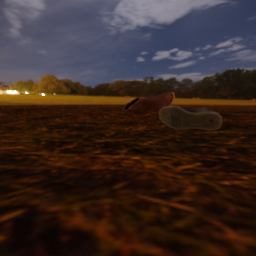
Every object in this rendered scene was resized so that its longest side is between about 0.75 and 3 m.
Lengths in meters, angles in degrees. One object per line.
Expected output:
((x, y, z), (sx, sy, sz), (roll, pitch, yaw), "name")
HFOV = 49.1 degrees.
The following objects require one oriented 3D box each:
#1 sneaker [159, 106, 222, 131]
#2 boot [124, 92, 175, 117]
((2.279, -0.360, 10.333), (2.216, 0.847, 1.269), (5, 6, 16), "sneaker")
((1.251, -1.428, 16.111), (2.537, 0.918, 2.110), (-31, -23, 27), "boot")
